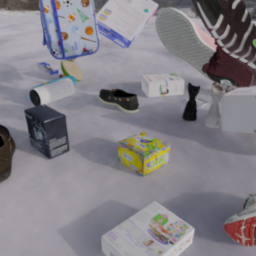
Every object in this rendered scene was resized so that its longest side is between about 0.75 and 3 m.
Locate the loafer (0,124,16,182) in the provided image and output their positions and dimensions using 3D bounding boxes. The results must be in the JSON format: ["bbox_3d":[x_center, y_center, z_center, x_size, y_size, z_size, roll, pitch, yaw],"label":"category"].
[{"bbox_3d":[-3.713,0.442,7.844,1.000,0.978,2.741,-12,29,-22],"label":"loafer"}]

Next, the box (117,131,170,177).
[{"bbox_3d":[0.427,0.682,7.743,1.015,0.643,1.054,-21,33,-36],"label":"box"}]

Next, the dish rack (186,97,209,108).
[{"bbox_3d":[2.902,-1.050,11.740,0.681,0.173,0.794,-19,32,-34],"label":"dish rack"}]

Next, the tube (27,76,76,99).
[{"bbox_3d":[-3.456,-1.884,12.886,2.344,0.908,0.591,-27,74,-44],"label":"tube"}]

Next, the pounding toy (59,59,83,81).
[{"bbox_3d":[-3.246,-3.037,14.882,1.366,0.821,1.770,13,46,-53],"label":"pounding toy"}]

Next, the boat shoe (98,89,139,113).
[{"bbox_3d":[-0.420,-1.301,11.664,0.852,0.730,2.329,-22,33,-34],"label":"boat shoe"}]

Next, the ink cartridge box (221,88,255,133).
[{"bbox_3d":[4.265,-0.653,8.981,1.978,1.147,2.731,3,13,29],"label":"ink cartridge box"}]

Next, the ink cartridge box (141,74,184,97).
[{"bbox_3d":[1.569,-1.991,12.996,1.709,0.717,1.237,-5,27,-10],"label":"ink cartridge box"}]

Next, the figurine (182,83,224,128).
[{"bbox_3d":[2.686,-0.830,9.945,1.416,1.382,0.610,17,31,30],"label":"figurine"}]

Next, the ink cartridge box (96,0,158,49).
[{"bbox_3d":[-0.190,-4.461,11.401,1.736,0.610,2.909,32,63,-1],"label":"ink cartridge box"}]

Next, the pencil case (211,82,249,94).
[{"bbox_3d":[4.548,-1.807,12.632,0.637,0.732,1.637,-24,35,-38],"label":"pencil case"}]

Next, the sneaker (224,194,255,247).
[{"bbox_3d":[2.564,1.777,5.641,1.830,0.712,0.752,-5,21,-32],"label":"sneaker"}]

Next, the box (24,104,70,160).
[{"bbox_3d":[-2.398,0.085,8.290,0.720,1.227,1.206,-23,34,-38],"label":"box"}]

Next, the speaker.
[{"bbox_3d":[-3.230,-1.533,12.020,0.788,0.788,1.942,18,32,32],"label":"speaker"}]

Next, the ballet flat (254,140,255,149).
[{"bbox_3d":[4.407,0.400,8.525,2.060,0.695,0.642,-10,1,-27],"label":"ballet flat"}]

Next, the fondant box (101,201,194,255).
[{"bbox_3d":[0.375,2.081,5.208,1.435,0.418,1.035,-23,34,-36],"label":"fondant box"}]

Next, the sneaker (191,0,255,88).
[{"bbox_3d":[2.084,-1.834,6.459,1.123,2.969,1.715,-57,21,-21],"label":"sneaker"}]

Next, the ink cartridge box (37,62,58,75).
[{"bbox_3d":[-3.448,-2.554,12.014,0.938,0.207,0.441,32,35,30],"label":"ink cartridge box"}]

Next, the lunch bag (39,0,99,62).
[{"bbox_3d":[-1.759,-2.999,8.246,1.643,2.050,0.775,-14,23,-19],"label":"lunch bag"}]

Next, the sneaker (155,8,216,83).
[{"bbox_3d":[2.090,-2.548,8.730,2.829,1.065,1.479,44,29,6],"label":"sneaker"}]
